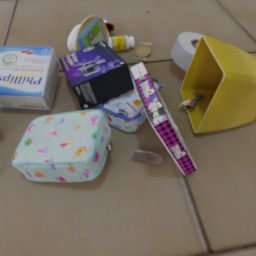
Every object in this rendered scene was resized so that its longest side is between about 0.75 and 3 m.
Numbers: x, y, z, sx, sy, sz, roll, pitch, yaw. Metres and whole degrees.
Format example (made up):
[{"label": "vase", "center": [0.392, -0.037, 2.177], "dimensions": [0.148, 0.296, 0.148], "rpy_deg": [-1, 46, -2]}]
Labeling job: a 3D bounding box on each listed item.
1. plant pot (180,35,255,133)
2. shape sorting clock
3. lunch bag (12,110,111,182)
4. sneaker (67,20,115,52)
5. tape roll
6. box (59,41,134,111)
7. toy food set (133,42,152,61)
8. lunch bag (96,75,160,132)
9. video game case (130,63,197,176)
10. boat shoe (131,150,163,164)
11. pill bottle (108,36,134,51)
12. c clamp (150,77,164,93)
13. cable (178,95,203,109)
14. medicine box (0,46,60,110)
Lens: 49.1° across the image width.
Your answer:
[{"label": "plant pot", "center": [3.539, -1.458, 10.018], "dimensions": [2.239, 2.538, 2.539], "rpy_deg": [4, 44, -11]}, {"label": "shape sorting clock", "center": [-1.600, -3.792, 12.227], "dimensions": [0.413, 2.104, 2.104], "rpy_deg": [21, 52, 24]}, {"label": "lunch bag", "center": [-1.929, 0.508, 8.747], "dimensions": [2.845, 1.097, 2.282], "rpy_deg": [-4, 46, 16]}, {"label": "sneaker", "center": [-1.700, -4.513, 13.510], "dimensions": [1.213, 1.043, 2.865], "rpy_deg": [20, 50, 27]}, {"label": "tape roll", "center": [3.114, -3.148, 12.098], "dimensions": [2.415, 0.798, 2.415], "rpy_deg": [12, 45, -12]}, {"label": "box", "center": [-1.308, -2.109, 10.733], "dimensions": [2.085, 1.165, 2.954], "rpy_deg": [-23, 37, -9]}, {"label": "toy food set", "center": [0.710, -3.576, 13.301], "dimensions": [0.753, 0.219, 1.090], "rpy_deg": [12, 65, 18]}, {"label": "lunch bag", "center": [-0.037, -0.996, 10.574], "dimensions": [1.942, 0.916, 2.424], "rpy_deg": [25, 52, 23]}, {"label": "video game case", "center": [1.086, -0.231, 8.556], "dimensions": [0.503, 2.811, 2.548], "rpy_deg": [-27, 46, 10]}, {"label": "boat shoe", "center": [0.636, 0.889, 9.178], "dimensions": [1.075, 0.400, 0.394], "rpy_deg": [14, 20, 13]}, {"label": "pill bottle", "center": [-0.326, -4.053, 13.423], "dimensions": [1.177, 0.664, 0.664], "rpy_deg": [-9, 49, -9]}, {"label": "c clamp", "center": [1.027, -1.872, 11.839], "dimensions": [1.064, 0.144, 0.909], "rpy_deg": [8, 49, 6]}, {"label": "cable", "center": [2.503, -1.062, 10.711], "dimensions": [1.215, 0.306, 0.590], "rpy_deg": [-34, 14, -26]}, {"label": "medicine box", "center": [-3.930, -1.922, 10.856], "dimensions": [2.049, 1.158, 2.250], "rpy_deg": [2, 65, 2]}]
